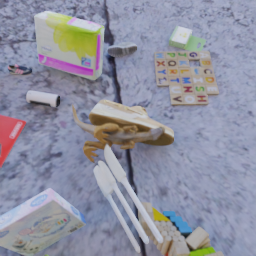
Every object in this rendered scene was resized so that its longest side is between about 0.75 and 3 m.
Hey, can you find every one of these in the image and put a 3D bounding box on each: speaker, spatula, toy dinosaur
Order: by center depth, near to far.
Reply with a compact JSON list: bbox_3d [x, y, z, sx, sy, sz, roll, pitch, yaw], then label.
[{"bbox_3d":[-0.106,1.708,6.560,0.190,1.641,2.361,-21,68,-34],"label":"spatula"},{"bbox_3d":[-0.593,0.161,7.005,2.962,0.895,1.573,12,18,20],"label":"toy dinosaur"},{"bbox_3d":[-2.686,-0.928,8.921,0.997,0.405,0.405,10,58,6],"label":"speaker"}]

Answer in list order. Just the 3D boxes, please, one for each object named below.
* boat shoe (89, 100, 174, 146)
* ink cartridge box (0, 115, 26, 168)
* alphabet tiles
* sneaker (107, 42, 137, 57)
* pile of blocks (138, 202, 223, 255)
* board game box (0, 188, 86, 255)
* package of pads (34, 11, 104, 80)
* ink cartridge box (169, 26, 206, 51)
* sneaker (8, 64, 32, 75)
[{"bbox_3d":[0.168,-0.249,8.159,2.552,0.941,0.883,18,58,6],"label":"boat shoe"},{"bbox_3d":[-4.646,0.466,7.914,2.412,0.612,2.738,13,58,9],"label":"ink cartridge box"},{"bbox_3d":[1.971,-1.775,9.637,2.020,0.091,2.417,-1,58,0],"label":"alphabet tiles"},{"bbox_3d":[-0.251,-2.897,10.244,1.106,0.413,0.454,-10,45,-16],"label":"sneaker"},{"bbox_3d":[1.168,2.670,6.373,1.020,0.772,2.484,-22,46,-36],"label":"pile of blocks"},{"bbox_3d":[-1.899,2.063,5.944,1.521,1.513,0.330,-29,50,-2],"label":"board game box"},{"bbox_3d":[-1.904,-2.701,9.099,2.227,1.720,0.759,17,40,10],"label":"package of pads"},{"bbox_3d":[2.247,-3.316,10.527,1.222,0.293,0.889,19,60,14],"label":"ink cartridge box"},{"bbox_3d":[-3.747,-2.040,9.672,0.806,0.331,0.283,-1,57,-1],"label":"sneaker"}]
